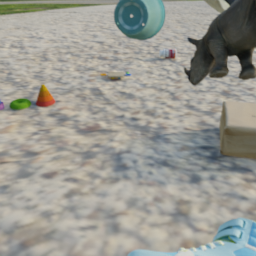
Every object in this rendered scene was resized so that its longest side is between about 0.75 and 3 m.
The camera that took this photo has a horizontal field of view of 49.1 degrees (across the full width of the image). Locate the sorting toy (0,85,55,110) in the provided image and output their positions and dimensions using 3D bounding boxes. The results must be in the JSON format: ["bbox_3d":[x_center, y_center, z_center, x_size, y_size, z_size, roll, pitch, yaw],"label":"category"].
[{"bbox_3d":[-3.610,-1.088,9.630,2.075,0.715,0.719,-8,31,-15],"label":"sorting toy"}]

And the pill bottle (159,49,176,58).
[{"bbox_3d":[2.095,-3.916,14.771,0.855,0.483,0.483,0,30,0],"label":"pill bottle"}]

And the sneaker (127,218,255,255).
[{"bbox_3d":[1.175,1.949,4.127,2.461,0.979,1.607,15,34,7],"label":"sneaker"}]

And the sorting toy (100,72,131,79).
[{"bbox_3d":[-0.537,-2.278,12.237,1.357,0.185,0.764,0,26,-1],"label":"sorting toy"}]

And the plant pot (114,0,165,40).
[{"bbox_3d":[0.320,-4.011,10.019,1.822,1.822,1.712,7,24,13],"label":"plant pot"}]

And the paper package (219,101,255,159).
[{"bbox_3d":[3.385,0.035,7.466,1.766,0.913,1.683,6,31,13],"label":"paper package"}]

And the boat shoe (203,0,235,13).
[{"bbox_3d":[1.403,-2.515,4.588,2.037,0.630,0.763,15,25,-45],"label":"boat shoe"}]

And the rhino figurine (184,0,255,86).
[{"bbox_3d":[1.586,-1.310,4.194,0.784,1.146,2.621,7,-11,-19],"label":"rhino figurine"}]
